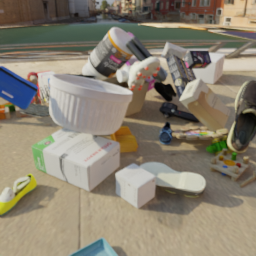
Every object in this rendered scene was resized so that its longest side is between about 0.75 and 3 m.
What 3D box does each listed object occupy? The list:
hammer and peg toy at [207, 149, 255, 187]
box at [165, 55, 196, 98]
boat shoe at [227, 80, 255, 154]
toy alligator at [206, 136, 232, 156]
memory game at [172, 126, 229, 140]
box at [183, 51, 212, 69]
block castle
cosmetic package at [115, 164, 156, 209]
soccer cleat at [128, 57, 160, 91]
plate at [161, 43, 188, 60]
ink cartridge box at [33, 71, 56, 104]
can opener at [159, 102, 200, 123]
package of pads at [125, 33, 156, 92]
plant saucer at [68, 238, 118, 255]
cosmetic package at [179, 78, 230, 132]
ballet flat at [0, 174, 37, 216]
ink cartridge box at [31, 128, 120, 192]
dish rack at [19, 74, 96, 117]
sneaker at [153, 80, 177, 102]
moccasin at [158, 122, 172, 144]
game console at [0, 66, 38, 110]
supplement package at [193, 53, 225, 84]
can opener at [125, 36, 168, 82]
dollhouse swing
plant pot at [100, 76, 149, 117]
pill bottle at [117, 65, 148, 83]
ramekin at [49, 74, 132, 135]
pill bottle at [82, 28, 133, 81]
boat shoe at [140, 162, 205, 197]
[{"bbox_3d":[3.386,1.237,8.846,1.456,0.513,1.071,24,35,39],"label":"hammer and peg toy"},{"bbox_3d":[2.520,-2.100,12.311,0.487,1.985,1.600,-29,-24,34],"label":"box"},{"bbox_3d":[4.180,-0.453,9.620,0.993,2.713,0.879,15,-12,3],"label":"boat shoe"},{"bbox_3d":[3.523,0.621,10.124,1.963,0.582,0.533,-12,-12,-23],"label":"toy alligator"},{"bbox_3d":[2.748,0.166,10.742,2.150,0.137,2.150,-5,10,1],"label":"memory game"},{"bbox_3d":[2.662,-2.612,10.763,0.906,0.554,0.481,-5,-15,-24],"label":"box"},{"bbox_3d":[-5.448,-1.528,12.907,2.743,1.833,1.287,-9,27,-20],"label":"block castle"},{"bbox_3d":[0.206,1.606,7.859,0.738,0.742,0.887,-24,35,-39],"label":"cosmetic package"},{"bbox_3d":[0.518,-2.284,11.016,0.872,0.976,2.516,-2,-12,-18],"label":"soccer cleat"},{"bbox_3d":[2.089,-3.376,12.887,1.014,1.012,0.164,21,63,-2],"label":"plate"},{"bbox_3d":[-4.026,-2.104,14.496,0.820,1.417,2.440,-20,33,-34],"label":"ink cartridge box"},{"bbox_3d":[2.279,-0.628,12.423,1.883,0.740,0.597,21,-2,22],"label":"can opener"},{"bbox_3d":[0.534,-3.383,14.713,1.090,2.880,1.735,-33,-10,1],"label":"package of pads"},{"bbox_3d":[-1.390,3.095,5.466,2.651,0.251,0.927,-19,32,-31],"label":"plant saucer"},{"bbox_3d":[2.523,-0.719,9.106,0.580,1.633,0.859,-21,35,55],"label":"cosmetic package"},{"bbox_3d":[-3.163,1.780,7.777,0.505,0.506,1.510,13,30,24],"label":"ballet flat"},{"bbox_3d":[-1.634,0.910,8.990,2.284,0.960,1.667,16,31,29],"label":"ink cartridge box"},{"bbox_3d":[-2.686,-1.242,10.524,2.093,0.744,2.729,10,33,37],"label":"dish rack"},{"bbox_3d":[1.713,-1.789,12.871,0.467,1.554,0.810,-21,38,35],"label":"sneaker"},{"bbox_3d":[1.453,0.173,11.030,0.541,0.458,1.344,2,27,4],"label":"moccasin"},{"bbox_3d":[-3.374,-1.192,8.222,1.265,1.079,0.748,31,-23,-19],"label":"game console"},{"bbox_3d":[5.164,-3.871,18.007,1.441,1.423,2.376,14,30,26],"label":"supplement package"},{"bbox_3d":[0.871,-2.959,12.048,0.620,2.357,0.783,-43,1,-14],"label":"can opener"},{"bbox_3d":[-0.259,0.115,10.424,1.141,1.104,1.256,-4,27,-7],"label":"dollhouse swing"},{"bbox_3d":[-0.177,-1.486,13.172,1.684,1.491,1.682,-21,35,-34],"label":"plant pot"},{"bbox_3d":[0.199,-2.442,12.653,1.345,0.746,0.746,-16,31,-24],"label":"pill bottle"},{"bbox_3d":[-1.248,-0.744,8.817,2.579,1.354,2.579,13,13,-3],"label":"ramekin"},{"bbox_3d":[-0.954,-3.316,13.400,1.552,2.667,1.552,30,38,-26],"label":"pill bottle"},{"bbox_3d":[1.238,1.541,8.164,1.987,0.594,0.710,12,56,24],"label":"boat shoe"}]
